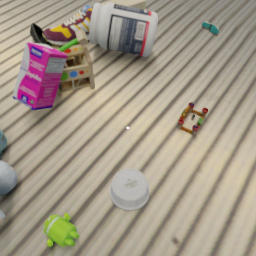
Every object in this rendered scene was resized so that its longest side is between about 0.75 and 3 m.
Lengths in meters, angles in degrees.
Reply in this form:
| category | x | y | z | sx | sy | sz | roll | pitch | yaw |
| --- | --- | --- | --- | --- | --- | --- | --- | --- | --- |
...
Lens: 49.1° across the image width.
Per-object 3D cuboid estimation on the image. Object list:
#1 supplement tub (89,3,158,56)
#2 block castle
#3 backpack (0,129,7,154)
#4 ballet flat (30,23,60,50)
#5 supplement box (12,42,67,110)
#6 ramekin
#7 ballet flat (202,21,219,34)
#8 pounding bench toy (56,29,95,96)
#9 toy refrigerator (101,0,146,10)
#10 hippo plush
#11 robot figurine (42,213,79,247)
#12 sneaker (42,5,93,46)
| category | x | y | z | sx | sy | sz | roll | pitch | yaw |
| --- | --- | --- | --- | --- | --- | --- | --- | --- | --- |
| supplement tub | -0.153 | -3.304 | 9.403 | 2.085 | 1.463 | 1.463 | 11 | 51 | -2 |
| block castle | 1.840 | -0.303 | 7.986 | 0.620 | 0.435 | 0.928 | 24 | 55 | 19 |
| backpack | -3.702 | 0.389 | 7.123 | 1.139 | 0.873 | 1.001 | -41 | 63 | -16 |
| ballet flat | -3.147 | -3.312 | 10.425 | 1.643 | 0.467 | 0.546 | 40 | 59 | 21 |
| supplement box | -2.393 | -1.390 | 7.607 | 0.810 | 1.600 | 0.827 | 28 | 19 | 17 |
| ramekin | 0.038 | 1.393 | 6.571 | 0.969 | 0.451 | 0.969 | 0 | 49 | 0 |
| ballet flat | 3.352 | -4.025 | 11.195 | 0.303 | 0.303 | 0.872 | -30 | 56 | -22 |
| pounding bench toy | -1.884 | -2.064 | 8.573 | 1.384 | 1.775 | 1.103 | -13 | 52 | -12 |
| toy refrigerator | -0.313 | -4.851 | 11.594 | 2.007 | 0.702 | 0.762 | -26 | 58 | -17 |
| hippo plush | -3.374 | 1.410 | 6.249 | 1.876 | 1.495 | 1.509 | 16 | 24 | 2 |
| robot figurine | -1.436 | 2.166 | 5.921 | 0.812 | 0.470 | 0.712 | 28 | 74 | 19 |
| sneaker | -1.785 | -3.844 | 10.229 | 2.751 | 1.239 | 1.031 | -17 | 49 | -24 |
